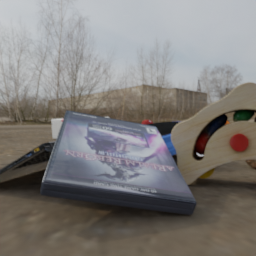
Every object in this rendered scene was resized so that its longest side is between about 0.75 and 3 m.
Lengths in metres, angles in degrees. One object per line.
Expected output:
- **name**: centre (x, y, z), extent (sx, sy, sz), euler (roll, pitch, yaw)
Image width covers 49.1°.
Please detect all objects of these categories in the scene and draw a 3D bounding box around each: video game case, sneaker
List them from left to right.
- **video game case**: centre (-0.214, 0.386, 4.677), extent (1.949, 0.259, 2.728), euler (10, 19, -10)
- **sneaker**: centre (2.291, 0.198, 9.347), extent (2.577, 1.444, 1.000), euler (-1, 2, -17)

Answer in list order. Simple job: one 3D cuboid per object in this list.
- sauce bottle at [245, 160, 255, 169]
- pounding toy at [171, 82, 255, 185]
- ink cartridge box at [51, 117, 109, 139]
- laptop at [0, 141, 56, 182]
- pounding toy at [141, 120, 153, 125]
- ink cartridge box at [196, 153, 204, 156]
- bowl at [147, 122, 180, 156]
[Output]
- **sauce bottle**: centre (3.759, 0.673, 7.423), extent (1.921, 0.634, 0.634), euler (-5, 5, -43)
- **pounding toy**: centre (2.355, 0.105, 5.570), extent (2.947, 1.685, 1.691), euler (-33, -9, 16)
- **ink cartridge box**: centre (-2.786, -0.013, 16.889), extent (2.126, 1.238, 2.919), euler (1, 6, 40)
- **laptop**: centre (-0.955, 1.007, 5.598), extent (2.614, 1.515, 2.448), euler (-29, -7, 16)
- **pounding toy**: centre (0.418, 0.197, 13.224), extent (1.930, 1.160, 2.501), euler (0, 3, -17)
- **ink cartridge box**: centre (1.744, 0.834, 7.175), extent (0.808, 0.343, 0.588), euler (2, 3, 27)
- **bowl**: centre (0.535, 0.343, 8.302), extent (2.804, 0.550, 2.804), euler (-11, 8, 2)
